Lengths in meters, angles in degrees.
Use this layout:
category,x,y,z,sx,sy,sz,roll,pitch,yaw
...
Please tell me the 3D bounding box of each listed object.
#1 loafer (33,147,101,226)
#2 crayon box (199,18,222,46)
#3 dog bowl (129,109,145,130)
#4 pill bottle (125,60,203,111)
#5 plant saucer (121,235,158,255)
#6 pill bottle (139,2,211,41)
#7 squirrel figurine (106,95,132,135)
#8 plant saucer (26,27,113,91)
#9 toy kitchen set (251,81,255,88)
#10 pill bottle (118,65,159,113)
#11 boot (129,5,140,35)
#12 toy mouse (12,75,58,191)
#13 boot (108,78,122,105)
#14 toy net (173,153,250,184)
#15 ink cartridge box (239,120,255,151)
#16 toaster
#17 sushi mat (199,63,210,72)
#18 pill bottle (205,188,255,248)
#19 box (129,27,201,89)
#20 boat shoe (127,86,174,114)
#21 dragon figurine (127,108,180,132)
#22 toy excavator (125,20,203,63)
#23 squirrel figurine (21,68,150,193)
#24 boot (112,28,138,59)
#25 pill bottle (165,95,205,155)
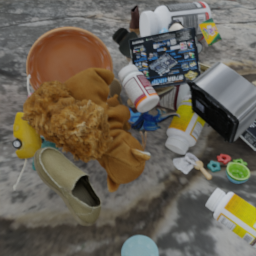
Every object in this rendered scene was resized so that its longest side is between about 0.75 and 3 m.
category,x,y,z,sx,sy,sz,roll,pitch,yaw
loafer,-0.902,0.836,4.448,1.483,0.500,0.564,47,35,7
crayon box,2.751,-3.213,9.396,0.471,0.231,0.793,-25,79,21
dog bowl,0.271,-0.286,8.945,0.518,0.230,0.929,-10,44,-10
pill bottle,1.328,-1.420,9.231,2.611,1.491,1.491,17,45,18
plant saucer,0.245,2.644,5.846,0.774,0.149,0.774,-1,43,0
pill bottle,2.081,-4.644,12.567,2.887,1.672,1.672,-11,44,-12
squirrel figurine,-0.648,-0.291,8.042,1.077,1.420,1.522,-33,50,-32
plant saucer,-1.799,-1.856,8.808,2.626,2.626,0.492,-9,35,-10
toy kitchen set,5.107,-1.293,9.322,1.315,1.189,1.458,-16,46,-17
pill bottle,0.244,-0.995,7.027,0.620,0.620,1.131,-22,68,-22
boot,0.494,-5.246,13.500,0.564,1.296,1.558,15,45,16
toy mouse,-2.186,0.089,7.205,0.517,2.376,2.674,-4,85,4
boot,-0.570,-1.342,9.329,0.462,1.276,1.062,-24,48,-10
toy net,2.206,0.929,7.527,1.944,0.375,1.020,12,45,13
ink cartridge box,3.773,-0.454,8.586,1.984,0.430,1.965,-23,59,-32
toaster,2.258,-0.612,6.711,0.974,1.642,1.485,-42,64,-4
sushi mat,1.915,-2.056,8.844,2.295,0.139,1.098,30,12,28
pill bottle,1.800,1.439,4.608,0.983,0.537,0.537,35,53,26
box,0.973,-1.774,7.396,1.753,1.393,0.403,-8,5,13
boat shoe,0.663,-0.867,7.902,1.423,0.461,0.512,-29,42,-10
dragon figurine,0.717,-0.170,7.948,1.645,0.818,0.484,12,8,29
toy excavator,1.399,-3.224,11.472,2.405,2.473,1.235,29,27,-35
squirrel figurine,-0.802,0.157,6.212,2.626,1.991,2.814,54,19,14
boot,0.462,-2.561,9.973,0.777,1.953,2.244,-43,37,13
pill bottle,1.665,-0.074,7.966,0.866,0.866,1.585,23,74,23
